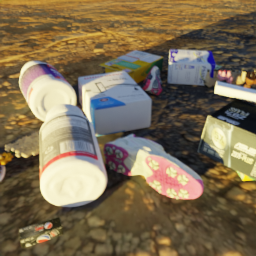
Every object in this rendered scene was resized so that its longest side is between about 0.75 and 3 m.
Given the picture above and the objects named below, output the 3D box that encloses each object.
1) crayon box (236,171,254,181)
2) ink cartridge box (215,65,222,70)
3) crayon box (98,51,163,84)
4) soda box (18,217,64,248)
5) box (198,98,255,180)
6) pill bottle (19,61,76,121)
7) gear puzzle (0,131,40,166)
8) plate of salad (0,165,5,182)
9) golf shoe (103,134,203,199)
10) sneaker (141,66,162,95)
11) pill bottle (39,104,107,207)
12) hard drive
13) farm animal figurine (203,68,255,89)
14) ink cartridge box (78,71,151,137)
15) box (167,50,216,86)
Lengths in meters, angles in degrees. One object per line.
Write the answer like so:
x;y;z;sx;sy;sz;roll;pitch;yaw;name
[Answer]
3.393;1.134;7.879;0.681;0.230;0.789;-3;31;-5;crayon box
4.311;-3.120;14.548;0.872;0.209;0.635;24;40;33;ink cartridge box
0.178;-2.969;13.815;1.817;0.746;2.891;24;39;32;crayon box
-1.879;2.263;6.078;0.894;0.283;0.316;-13;36;-18;soda box
3.745;0.392;7.725;2.773;1.194;2.271;28;33;30;box
-3.228;-1.553;10.770;1.618;1.618;2.904;-17;37;-24;pill bottle
-2.939;0.620;8.507;1.284;0.325;2.479;16;31;36;gear puzzle
-4.313;1.271;7.474;1.897;0.456;1.897;0;32;0;plate of salad
0.751;0.871;7.562;2.938;1.106;1.344;22;36;29;golf shoe
1.139;-2.042;12.460;0.795;0.859;2.130;31;34;-6;sneaker
-1.548;0.541;7.405;1.535;1.535;2.773;-8;38;-12;pill bottle
3.888;-1.069;9.003;2.145;0.286;1.415;16;18;13;hard drive
4.482;-1.918;11.982;2.174;1.134;2.150;12;22;31;farm animal figurine
-0.600;-1.007;10.355;2.024;1.169;2.772;-11;34;-17;ink cartridge box
2.979;-2.924;13.419;2.082;1.092;1.915;5;34;6;box
